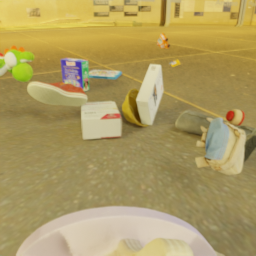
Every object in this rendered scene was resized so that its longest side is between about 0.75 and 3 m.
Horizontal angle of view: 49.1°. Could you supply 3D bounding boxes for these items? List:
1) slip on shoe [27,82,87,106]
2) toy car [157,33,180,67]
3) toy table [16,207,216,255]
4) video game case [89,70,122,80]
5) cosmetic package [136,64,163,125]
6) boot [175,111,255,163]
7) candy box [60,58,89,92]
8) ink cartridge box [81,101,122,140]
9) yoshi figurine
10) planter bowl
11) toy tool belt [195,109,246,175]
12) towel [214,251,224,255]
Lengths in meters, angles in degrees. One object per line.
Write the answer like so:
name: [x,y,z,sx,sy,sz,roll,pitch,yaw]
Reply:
slip on shoe: [-2.140,-1.104,8.534,1.952,0.723,0.597,5,56,-44]
toy car: [1.180,-2.337,8.472,0.342,1.026,0.503,-27,-16,6]
toy table: [0.051,1.882,2.903,2.557,2.351,1.498,-2,12,-11]
video game case: [-1.327,-2.903,15.194,1.699,0.151,1.216,7,26,13]
cosmetic package: [0.757,-1.093,9.269,0.417,1.217,1.615,11,58,17]
boot: [2.436,0.104,8.059,2.328,0.845,2.117,25,20,30]
candy box: [-2.389,-2.397,12.680,1.170,1.384,0.533,13,28,25]
ink cartridge box: [-0.892,-0.283,8.982,1.180,0.671,1.619,-4,22,-8]
yoshi figurine: [-3.406,-1.565,7.762,1.762,0.987,0.990,-13,47,8]
planter bowl: [0.184,-0.599,9.449,0.556,1.336,1.336,-20,13,33]
toy tool belt: [1.578,0.165,4.827,0.756,1.230,0.768,16,-19,-9]
towel: [1.103,2.141,4.584,0.856,0.148,0.567,15,28,30]
